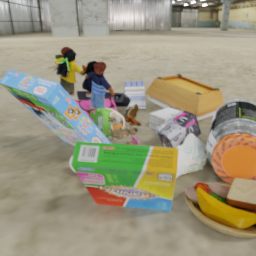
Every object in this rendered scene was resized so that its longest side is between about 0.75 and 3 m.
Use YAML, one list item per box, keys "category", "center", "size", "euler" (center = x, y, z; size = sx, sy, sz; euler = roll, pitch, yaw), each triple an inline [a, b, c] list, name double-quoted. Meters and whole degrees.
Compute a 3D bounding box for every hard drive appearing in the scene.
- category: "hard drive"
  center: [-0.961, -1.152, 11.230]
  size: [1.948, 0.412, 1.314]
  euler: [5, -4, 14]

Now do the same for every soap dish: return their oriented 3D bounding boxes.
- category: "soap dish"
  center: [2.251, -1.288, 11.044]
  size: [1.995, 1.030, 2.536]
  euler: [-16, 36, -42]

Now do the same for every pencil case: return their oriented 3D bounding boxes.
- category: "pencil case"
  center: [-1.532, -0.588, 9.957]
  size: [2.215, 1.005, 1.037]
  euler: [-3, 48, -14]

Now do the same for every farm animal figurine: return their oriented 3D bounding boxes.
- category: "farm animal figurine"
  center: [-0.039, 0.223, 7.984]
  size: [1.148, 1.161, 0.605]
  euler: [6, 5, 31]

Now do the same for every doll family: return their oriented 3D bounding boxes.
- category: "doll family"
  center: [-1.528, -1.748, 9.365]
  size: [2.984, 1.725, 1.171]
  euler: [24, 37, 17]

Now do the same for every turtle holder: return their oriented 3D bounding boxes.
- category: "turtle holder"
  center: [-0.703, -0.056, 9.024]
  size: [0.958, 1.349, 1.025]
  euler: [1, 56, -25]

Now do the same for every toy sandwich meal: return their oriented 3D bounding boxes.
- category: "toy sandwich meal"
  center: [2.096, 1.382, 5.457]
  size: [1.965, 0.673, 1.965]
  euler: [6, 17, -2]

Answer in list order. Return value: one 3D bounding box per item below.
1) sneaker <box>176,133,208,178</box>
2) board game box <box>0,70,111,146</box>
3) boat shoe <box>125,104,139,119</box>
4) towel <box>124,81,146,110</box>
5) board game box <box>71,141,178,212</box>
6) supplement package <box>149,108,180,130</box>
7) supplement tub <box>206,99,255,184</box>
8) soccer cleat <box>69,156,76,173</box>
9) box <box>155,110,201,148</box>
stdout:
- category: "sneaker"
  center: [1.550, 0.797, 7.154]
  size: [0.801, 0.703, 2.000]
  euler: [31, 39, 19]
- category: "board game box"
  center: [-1.745, -0.258, 7.352]
  size: [2.112, 2.792, 0.511]
  euler: [19, 68, 38]
- category: "boat shoe"
  center: [0.098, -0.606, 11.009]
  size: [0.379, 0.380, 1.054]
  euler: [-18, 24, 27]
- category: "towel"
  center: [0.275, -1.369, 11.773]
  size: [0.893, 1.216, 0.145]
  euler: [-3, -6, -5]
- category: "board game box"
  center: [0.034, 0.967, 5.111]
  size: [1.622, 2.120, 0.427]
  euler: [3, 59, 8]
- category: "supplement package"
  center: [1.364, -0.268, 9.841]
  size: [1.006, 0.558, 0.784]
  euler: [-19, 28, -36]
- category: "supplement tub"
  center: [2.862, 0.297, 7.212]
  size: [1.546, 1.546, 2.523]
  euler: [8, 24, 18]
- category: "soccer cleat"
  center: [-0.400, 0.980, 6.557]
  size: [2.211, 0.759, 0.942]
  euler: [10, 9, 10]
- category: "box"
  center: [1.489, 0.103, 8.266]
  size: [1.118, 0.738, 0.641]
  euler: [-34, 32, -17]
